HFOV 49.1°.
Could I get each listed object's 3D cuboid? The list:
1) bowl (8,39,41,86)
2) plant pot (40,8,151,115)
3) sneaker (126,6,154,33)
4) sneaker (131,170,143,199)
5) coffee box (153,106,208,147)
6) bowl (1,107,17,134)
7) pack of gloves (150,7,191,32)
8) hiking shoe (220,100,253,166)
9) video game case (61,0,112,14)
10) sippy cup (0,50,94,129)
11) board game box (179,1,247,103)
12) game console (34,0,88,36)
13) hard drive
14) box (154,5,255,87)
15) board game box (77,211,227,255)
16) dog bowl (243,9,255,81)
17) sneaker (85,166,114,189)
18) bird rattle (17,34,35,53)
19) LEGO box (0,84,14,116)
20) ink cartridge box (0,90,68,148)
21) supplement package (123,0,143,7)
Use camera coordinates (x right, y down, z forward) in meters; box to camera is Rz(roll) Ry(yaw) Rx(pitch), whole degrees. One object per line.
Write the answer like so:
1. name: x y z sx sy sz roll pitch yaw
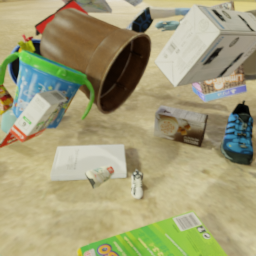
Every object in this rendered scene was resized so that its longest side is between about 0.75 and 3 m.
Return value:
1. bowl: -3.256 -2.179 9.893 1.910 1.910 0.375 -20 35 -29
2. plant pot: -1.084 -2.203 8.692 2.623 2.649 2.649 33 42 17
3. sneaker: 0.349 -4.337 11.887 0.799 2.112 0.813 19 48 -30
4. sneaker: 0.247 1.455 7.485 0.328 0.534 0.821 1 32 3
5. coffee box: 1.777 -0.068 9.566 1.671 0.955 0.666 14 33 20
6. bowl: -3.961 -0.477 10.365 1.543 0.807 1.543 0 31 0
7. pack of gloves: 1.990 -4.080 10.294 2.196 0.433 1.845 6 -4 12
8. hiking shoe: 3.543 0.128 9.046 0.981 1.143 2.637 7 32 11
9. video game case: -1.699 -4.937 10.990 1.711 0.207 1.877 6 1 13
10. sippy cup: -2.047 -0.868 6.890 2.115 1.550 1.661 29 11 32
11. board game box: 2.580 -2.335 8.779 1.246 2.573 2.051 -13 16 6
12. game console: -2.416 -3.693 10.164 1.725 1.024 1.486 -42 74 -12
13. hard drive: -1.145 1.013 8.442 2.111 0.282 1.393 -2 32 -3
14. box: 1.949 -1.805 6.256 2.540 1.482 0.764 -17 64 -44
15. board game box: 0.463 2.637 5.719 2.808 0.421 1.341 -9 32 -19
16. dog bowl: 4.308 -2.815 9.726 2.579 2.579 0.756 10 28 16
17. sneaker: -0.466 0.803 4.910 0.416 0.313 0.890 -31 -5 0
18. bird rattle: -3.200 -2.449 8.581 0.513 0.743 0.911 10 27 -31
19. LEGO box: -3.966 -0.825 8.602 0.987 0.735 0.381 -22 16 45
20. ink cartridge box: -1.957 -0.078 5.774 0.381 1.514 0.825 42 16 0
21. supplement package: 0.188 -5.798 11.928 0.835 0.799 0.614 17 -12 -35
